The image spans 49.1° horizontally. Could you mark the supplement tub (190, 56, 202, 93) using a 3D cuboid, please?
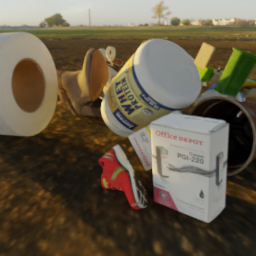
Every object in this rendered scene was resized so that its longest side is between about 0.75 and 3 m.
[{"bbox_3d":[1.138,-1.393,9.282,1.618,1.618,2.232,-13,-2,-31],"label":"supplement tub"}]

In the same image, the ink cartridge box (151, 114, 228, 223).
[{"bbox_3d":[1.045,0.637,4.856,1.160,1.593,0.675,11,21,40],"label":"ink cartridge box"}]

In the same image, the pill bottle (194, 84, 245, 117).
[{"bbox_3d":[2.798,-0.635,8.698,1.313,1.313,2.340,12,23,27],"label":"pill bottle"}]

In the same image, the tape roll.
[{"bbox_3d":[-3.561,-1.198,7.930,1.944,2.831,2.831,2,21,17],"label":"tape roll"}]

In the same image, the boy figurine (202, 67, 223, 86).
[{"bbox_3d":[3.154,-2.114,12.402,2.096,0.675,1.303,-13,31,9],"label":"boy figurine"}]

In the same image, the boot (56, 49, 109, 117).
[{"bbox_3d":[-1.673,-1.473,9.128,2.081,2.846,1.000,23,49,24],"label":"boot"}]

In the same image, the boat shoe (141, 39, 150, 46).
[{"bbox_3d":[0.580,-2.390,10.122,0.793,0.684,2.183,1,-15,-9],"label":"boat shoe"}]

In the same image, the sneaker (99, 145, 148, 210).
[{"bbox_3d":[-0.155,1.056,5.557,0.734,0.666,1.729,-31,33,-2],"label":"sneaker"}]

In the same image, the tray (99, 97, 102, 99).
[{"bbox_3d":[-1.681,-1.284,11.803,1.338,0.148,0.718,11,9,25],"label":"tray"}]

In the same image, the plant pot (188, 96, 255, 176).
[{"bbox_3d":[2.544,0.107,6.570,1.724,1.742,1.742,-7,21,-40],"label":"plant pot"}]

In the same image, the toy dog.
[{"bbox_3d":[-0.607,-2.432,12.183,1.012,2.101,1.385,-9,6,-40],"label":"toy dog"}]

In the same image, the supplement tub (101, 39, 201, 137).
[{"bbox_3d":[0.462,-0.885,7.369,1.808,1.808,2.503,-15,-14,-34],"label":"supplement tub"}]

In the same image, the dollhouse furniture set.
[{"bbox_3d":[2.945,-1.559,7.558,2.150,1.079,1.409,4,29,-34],"label":"dollhouse furniture set"}]

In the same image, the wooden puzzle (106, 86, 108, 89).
[{"bbox_3d":[-0.421,-1.324,9.923,1.034,0.179,1.532,-23,46,25],"label":"wooden puzzle"}]

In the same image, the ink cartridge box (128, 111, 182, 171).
[{"bbox_3d":[0.765,0.284,6.172,1.224,0.904,0.524,-29,-5,20],"label":"ink cartridge box"}]
